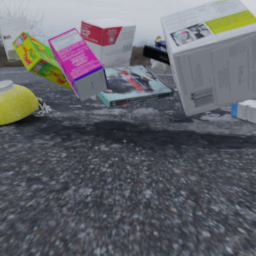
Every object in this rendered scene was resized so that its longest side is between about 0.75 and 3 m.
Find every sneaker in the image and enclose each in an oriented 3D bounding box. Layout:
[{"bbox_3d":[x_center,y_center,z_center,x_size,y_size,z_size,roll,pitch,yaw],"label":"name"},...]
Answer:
[{"bbox_3d":[-4.318,-1.143,14.090,0.547,0.892,1.371,5,17,15],"label":"sneaker"}]

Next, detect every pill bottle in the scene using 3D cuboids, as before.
[{"bbox_3d":[1.594,-3.447,13.617,0.871,1.570,0.871,12,-19,4],"label":"pill bottle"}]

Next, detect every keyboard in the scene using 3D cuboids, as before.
[{"bbox_3d":[1.662,-3.314,12.536,2.024,0.208,1.286,19,-21,0],"label":"keyboard"}]

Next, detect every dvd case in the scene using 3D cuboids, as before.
[{"bbox_3d":[0.022,-1.594,10.125,2.811,0.309,2.052,-11,44,-32],"label":"dvd case"}]

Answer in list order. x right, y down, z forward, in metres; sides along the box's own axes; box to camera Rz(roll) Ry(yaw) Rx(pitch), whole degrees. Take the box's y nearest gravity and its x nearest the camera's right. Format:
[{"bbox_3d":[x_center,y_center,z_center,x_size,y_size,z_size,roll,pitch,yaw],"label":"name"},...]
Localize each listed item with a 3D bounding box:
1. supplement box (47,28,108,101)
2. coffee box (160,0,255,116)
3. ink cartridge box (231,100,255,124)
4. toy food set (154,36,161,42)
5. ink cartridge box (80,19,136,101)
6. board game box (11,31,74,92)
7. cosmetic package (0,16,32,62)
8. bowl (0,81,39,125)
[{"bbox_3d":[-1.347,-1.721,7.532,0.893,0.874,1.728,-28,63,-11],"label":"supplement box"},{"bbox_3d":[2.996,-2.633,10.272,2.840,2.836,2.809,-15,44,9],"label":"coffee box"},{"bbox_3d":[5.963,-0.692,12.791,1.268,0.741,2.186,-7,18,-22],"label":"ink cartridge box"},{"bbox_3d":[1.710,-4.772,15.638,0.334,0.601,1.021,-10,0,23],"label":"toy food set"},{"bbox_3d":[-0.920,-2.796,11.298,1.223,2.856,2.108,28,34,24],"label":"ink cartridge box"},{"bbox_3d":[-2.994,-2.471,10.950,1.447,0.678,2.849,54,13,20],"label":"board game box"},{"bbox_3d":[-4.656,-3.717,11.766,1.143,1.386,1.144,-18,-4,-21],"label":"cosmetic package"},{"bbox_3d":[-5.529,-1.328,12.710,2.551,1.373,2.551,-9,30,5],"label":"bowl"}]
